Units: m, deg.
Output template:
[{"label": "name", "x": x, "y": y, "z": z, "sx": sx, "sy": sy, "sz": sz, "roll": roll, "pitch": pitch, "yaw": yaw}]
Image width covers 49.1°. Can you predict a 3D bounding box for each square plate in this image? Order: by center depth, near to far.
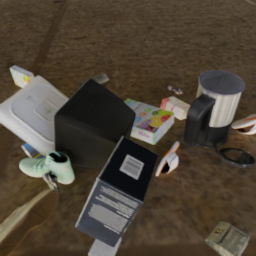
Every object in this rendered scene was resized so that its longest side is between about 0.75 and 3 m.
[{"label": "square plate", "x": -3.258, "y": -0.562, "z": 11.127, "sx": 2.924, "sy": 0.420, "sz": 2.952, "roll": 39, "pitch": 45, "yaw": -6}]

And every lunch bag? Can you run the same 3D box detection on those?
[{"label": "lunch bag", "x": 2.786, "y": 3.173, "z": 7.925, "sx": 0.962, "sy": 0.566, "sz": 0.789, "roll": 28, "pitch": 51, "yaw": 35}]

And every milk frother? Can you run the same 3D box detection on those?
[{"label": "milk frother", "x": 3.584, "y": -0.238, "z": 10.209, "sx": 2.763, "sy": 2.599, "sz": 2.494, "roll": 19, "pitch": 46, "yaw": 20}]

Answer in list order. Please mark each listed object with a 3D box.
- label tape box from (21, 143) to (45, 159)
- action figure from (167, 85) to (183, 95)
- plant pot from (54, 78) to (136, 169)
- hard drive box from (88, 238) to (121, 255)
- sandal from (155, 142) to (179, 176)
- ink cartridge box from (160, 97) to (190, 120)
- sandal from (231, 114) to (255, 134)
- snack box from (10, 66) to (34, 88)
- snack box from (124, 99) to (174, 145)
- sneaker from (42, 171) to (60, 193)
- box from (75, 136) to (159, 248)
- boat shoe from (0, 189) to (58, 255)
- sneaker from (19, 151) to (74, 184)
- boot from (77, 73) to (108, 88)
[{"label": "label tape box", "x": -3.503, "y": 0.863, "z": 10.608, "sx": 0.630, "sy": 0.277, "sz": 0.874, "roll": -41, "pitch": 100, "yaw": -37}, {"label": "action figure", "x": 2.327, "y": -1.859, "z": 13.768, "sx": 0.776, "sy": 0.269, "sz": 0.505, "roll": 24, "pitch": 26, "yaw": 19}, {"label": "plant pot", "x": -1.097, "y": 0.109, "z": 10.198, "sx": 2.160, "sy": 2.435, "sz": 2.429, "roll": 24, "pitch": 46, "yaw": 9}, {"label": "hard drive box", "x": -0.646, "y": 3.349, "z": 7.897, "sx": 0.644, "sy": 0.317, "sz": 0.826, "roll": 15, "pitch": 44, "yaw": 16}, {"label": "sandal", "x": 1.596, "y": 1.129, "z": 10.113, "sx": 0.522, "sy": 0.697, "sz": 1.820, "roll": 32, "pitch": 45, "yaw": 15}, {"label": "ink cartridge box", "x": 2.241, "y": -0.812, "z": 12.285, "sx": 0.847, "sy": 0.491, "sz": 1.455, "roll": -17, "pitch": 41, "yaw": -44}, {"label": "sandal", "x": 5.128, "y": -0.110, "z": 11.476, "sx": 2.336, "sy": 0.669, "sz": 0.895, "roll": -16, "pitch": 5, "yaw": -41}, {"label": "snack box", "x": -5.144, "y": -2.397, "z": 13.843, "sx": 1.379, "sy": 0.980, "sz": 0.365, "roll": 26, "pitch": 49, "yaw": 25}, {"label": "snack box", "x": 0.489, "y": -0.332, "z": 11.639, "sx": 2.344, "sy": 0.621, "sz": 1.667, "roll": 20, "pitch": 42, "yaw": 30}, {"label": "sneaker", "x": -2.465, "y": 1.791, "z": 9.278, "sx": 0.385, "sy": 0.851, "sz": 0.283, "roll": -31, "pitch": 13, "yaw": 5}, {"label": "box", "x": -0.279, "y": 1.746, "z": 7.908, "sx": 1.299, "sy": 2.061, "sz": 2.096, "roll": 28, "pitch": 34, "yaw": 1}, {"label": "boat shoe", "x": -3.108, "y": 2.654, "z": 8.305, "sx": 0.774, "sy": 0.860, "sz": 2.383, "roll": 17, "pitch": 48, "yaw": 34}, {"label": "sneaker", "x": -2.851, "y": 1.141, "z": 9.657, "sx": 2.044, "sy": 1.205, "sz": 0.752, "roll": 12, "pitch": 40, "yaw": 10}, {"label": "boot", "x": -1.651, "y": -2.219, "z": 14.083, "sx": 1.473, "sy": 0.534, "sz": 1.339, "roll": -16, "pitch": 46, "yaw": -27}]
